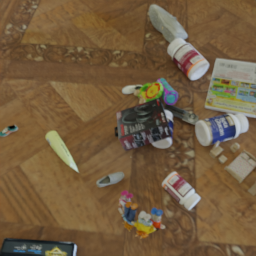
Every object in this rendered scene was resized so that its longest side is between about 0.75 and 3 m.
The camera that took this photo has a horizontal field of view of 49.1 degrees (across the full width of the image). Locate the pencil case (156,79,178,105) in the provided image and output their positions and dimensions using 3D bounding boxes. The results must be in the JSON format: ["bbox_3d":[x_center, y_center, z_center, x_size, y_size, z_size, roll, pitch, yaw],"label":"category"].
[{"bbox_3d":[1.593,-1.569,11.964,0.639,0.694,1.502,-38,33,8],"label":"pencil case"}]

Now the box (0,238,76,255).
[{"bbox_3d":[-2.885,4.451,8.622,2.309,0.531,1.835,4,58,2],"label":"box"}]

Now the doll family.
[{"bbox_3d":[0.236,2.919,8.961,1.824,1.132,0.822,25,44,28],"label":"doll family"}]

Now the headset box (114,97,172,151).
[{"bbox_3d":[0.462,-0.116,10.595,2.052,0.793,1.527,-17,43,10],"label":"headset box"}]

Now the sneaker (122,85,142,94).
[{"bbox_3d":[0.211,-1.757,12.563,0.980,0.347,0.358,-15,92,-10],"label":"sneaker"}]

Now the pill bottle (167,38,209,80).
[{"bbox_3d":[2.744,-3.238,13.084,1.091,1.091,1.911,-27,63,-16],"label":"pill bottle"}]

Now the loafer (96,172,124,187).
[{"bbox_3d":[-0.629,1.861,10.091,1.056,0.368,0.369,-22,77,-17],"label":"loafer"}]

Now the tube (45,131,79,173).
[{"bbox_3d":[-2.527,0.917,10.799,0.565,0.506,1.947,-6,45,-45],"label":"tube"}]

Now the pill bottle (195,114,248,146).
[{"bbox_3d":[3.713,0.013,11.090,1.859,1.033,1.033,-14,59,-10],"label":"pill bottle"}]

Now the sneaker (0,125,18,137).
[{"bbox_3d":[-4.948,0.084,11.490,0.757,0.303,0.270,-28,64,-13],"label":"sneaker"}]

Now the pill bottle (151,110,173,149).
[{"bbox_3d":[1.380,0.033,11.204,0.822,0.822,1.421,8,55,5],"label":"pill bottle"}]

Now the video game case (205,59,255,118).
[{"bbox_3d":[4.747,-1.689,11.877,2.482,0.284,2.259,13,84,18],"label":"video game case"}]

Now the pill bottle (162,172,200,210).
[{"bbox_3d":[1.874,2.228,9.895,0.717,0.717,1.256,-36,64,-20],"label":"pill bottle"}]

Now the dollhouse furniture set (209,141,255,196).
[{"bbox_3d":[4.252,1.234,10.395,1.122,0.958,2.164,-35,64,-20],"label":"dollhouse furniture set"}]

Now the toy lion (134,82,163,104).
[{"bbox_3d":[0.919,-1.506,11.907,1.179,0.422,1.230,-44,38,14],"label":"toy lion"}]

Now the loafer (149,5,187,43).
[{"bbox_3d":[2.030,-5.460,14.649,0.983,0.985,2.816,-19,64,-22],"label":"loafer"}]

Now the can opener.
[{"bbox_3d":[2.225,-0.551,11.825,1.543,0.516,0.411,24,82,18],"label":"can opener"}]
